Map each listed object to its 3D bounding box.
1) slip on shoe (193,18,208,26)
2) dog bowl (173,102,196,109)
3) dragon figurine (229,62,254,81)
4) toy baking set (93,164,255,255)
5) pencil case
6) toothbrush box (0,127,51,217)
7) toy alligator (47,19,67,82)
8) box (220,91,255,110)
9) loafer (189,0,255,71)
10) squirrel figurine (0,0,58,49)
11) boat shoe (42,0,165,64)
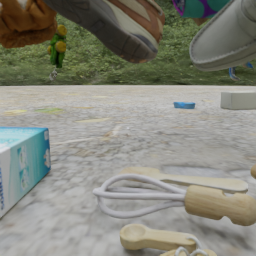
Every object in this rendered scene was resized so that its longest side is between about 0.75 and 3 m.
[{"bbox_3d":[1.961,-4.389,9.707,2.264,0.686,0.861,22,32,-32],"label":"slip on shoe"},{"bbox_3d":[2.367,-0.952,11.793,0.967,0.240,0.539,8,13,36],"label":"dog bowl"},{"bbox_3d":[3.331,-2.512,8.023,0.829,1.400,2.816,19,46,32],"label":"dragon figurine"},{"bbox_3d":[0.646,0.636,2.179,1.876,0.284,2.444,-5,15,-4],"label":"toy baking set"},{"bbox_3d":[2.234,-2.803,5.192,2.818,1.199,1.302,-4,-26,3],"label":"pencil case"},{"bbox_3d":[-1.639,0.416,3.107,1.087,0.634,1.485,1,12,5],"label":"toothbrush box"},{"bbox_3d":[-2.538,-2.791,10.195,0.554,2.306,0.764,4,-4,-44],"label":"toy alligator"},{"bbox_3d":[4.993,-1.172,11.648,2.103,0.719,0.864,-3,11,-14],"label":"box"},{"bbox_3d":[1.900,-1.700,3.715,1.000,1.002,2.865,1,-25,-42],"label":"loafer"},{"bbox_3d":[-3.214,-2.954,7.782,2.253,1.709,2.414,-40,-17,-15],"label":"squirrel figurine"},{"bbox_3d":[-0.560,-2.254,4.492,2.951,1.059,1.117,34,-13,-30],"label":"boat shoe"}]
